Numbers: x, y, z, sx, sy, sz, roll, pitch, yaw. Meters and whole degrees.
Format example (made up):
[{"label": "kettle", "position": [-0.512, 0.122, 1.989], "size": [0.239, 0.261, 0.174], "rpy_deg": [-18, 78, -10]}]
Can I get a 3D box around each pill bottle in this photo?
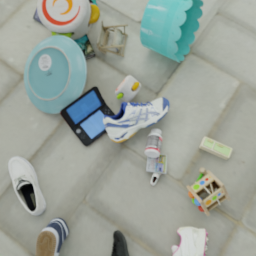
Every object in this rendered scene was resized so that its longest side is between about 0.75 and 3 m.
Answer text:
[{"label": "pill bottle", "position": [0.946, 0.543, 10.184], "size": [0.546, 0.546, 0.987], "rpy_deg": [12, 60, 4]}]

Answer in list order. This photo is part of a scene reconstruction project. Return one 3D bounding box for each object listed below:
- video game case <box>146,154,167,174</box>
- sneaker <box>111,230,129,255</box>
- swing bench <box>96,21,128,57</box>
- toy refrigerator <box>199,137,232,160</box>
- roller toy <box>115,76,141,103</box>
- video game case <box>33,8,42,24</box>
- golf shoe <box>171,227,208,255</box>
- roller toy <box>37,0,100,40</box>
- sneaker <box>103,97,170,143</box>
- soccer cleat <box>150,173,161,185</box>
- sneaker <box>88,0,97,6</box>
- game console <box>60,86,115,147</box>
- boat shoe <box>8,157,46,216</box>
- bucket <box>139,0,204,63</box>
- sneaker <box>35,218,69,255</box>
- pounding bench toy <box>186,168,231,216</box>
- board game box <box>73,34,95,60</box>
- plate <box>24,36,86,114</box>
[{"label": "video game case", "position": [1.036, 1.270, 10.091], "size": [0.711, 0.086, 0.781], "rpy_deg": [7, 51, 3]}, {"label": "sneaker", "position": [-0.369, 4.127, 8.906], "size": [0.799, 0.460, 1.533], "rpy_deg": [-5, 70, -43]}, {"label": "swing bench", "position": [-0.643, -3.645, 11.482], "size": [1.146, 0.744, 1.140], "rpy_deg": [8, 70, 3]}, {"label": "toy refrigerator", "position": [3.206, 0.744, 10.244], "size": [1.067, 0.373, 0.405], "rpy_deg": [25, 74, 8]}, {"label": "roller toy", "position": [0.029, -1.453, 10.552], "size": [0.692, 0.903, 0.990], "rpy_deg": [38, 110, -13]}, {"label": "video game case", "position": [-3.253, -4.822, 11.935], "size": [1.499, 0.142, 1.071], "rpy_deg": [30, 105, 10]}, {"label": "golf shoe", "position": [1.842, 4.359, 8.881], "size": [1.113, 0.916, 2.433], "rpy_deg": [11, 67, 16]}, {"label": "roller toy", "position": [-2.391, -4.540, 11.015], "size": [2.127, 1.486, 1.940], "rpy_deg": [-39, 89, 4]}, {"label": "sneaker", "position": [0.322, -0.543, 10.144], "size": [2.600, 0.979, 1.146], "rpy_deg": [-33, 111, -12]}, {"label": "soccer cleat", "position": [1.008, 1.673, 9.958], "size": [0.268, 0.333, 0.782], "rpy_deg": [24, 74, 7]}, {"label": "sneaker", "position": [-2.090, -5.442, 12.086], "size": [1.748, 0.731, 1.055], "rpy_deg": [19, 76, 0]}, {"label": "game console", "position": [-1.364, -0.399, 10.276], "size": [1.670, 0.991, 1.439], "rpy_deg": [-38, 78, -11]}, {"label": "boat shoe", "position": [-3.578, 1.952, 9.644], "size": [0.819, 0.748, 2.275], "rpy_deg": [-24, 73, -8]}, {"label": "bucket", "position": [1.655, -3.934, 10.739], "size": [1.633, 2.510, 2.510], "rpy_deg": [25, 73, 18]}, {"label": "sneaker", "position": [-2.552, 4.010, 9.035], "size": [0.802, 1.241, 2.287], "rpy_deg": [19, 103, 3]}, {"label": "pounding bench toy", "position": [2.525, 2.086, 9.509], "size": [1.066, 0.849, 1.367], "rpy_deg": [-35, 33, -2]}, {"label": "board game box", "position": [-2.445, -3.206, 11.606], "size": [1.882, 0.265, 1.273], "rpy_deg": [-23, 73, -7]}, {"label": "plate", "position": [-2.870, -1.999, 10.415], "size": [2.943, 0.376, 2.943], "rpy_deg": [0, 91, 25]}]
